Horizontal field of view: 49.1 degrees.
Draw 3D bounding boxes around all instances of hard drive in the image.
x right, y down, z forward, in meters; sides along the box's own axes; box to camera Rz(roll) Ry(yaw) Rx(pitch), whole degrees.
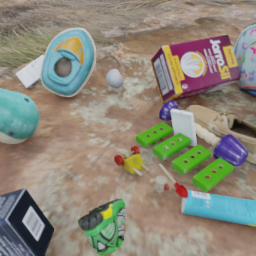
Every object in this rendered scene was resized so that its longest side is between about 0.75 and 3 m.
[{"bbox_3d":[1.551,0.000,7.837,0.674,1.022,0.136,16,42,42],"label":"hard drive"}]

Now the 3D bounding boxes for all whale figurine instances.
[{"bbox_3d":[-3.509,-0.638,7.639,1.235,2.381,1.894,-38,31,16],"label":"whale figurine"}]

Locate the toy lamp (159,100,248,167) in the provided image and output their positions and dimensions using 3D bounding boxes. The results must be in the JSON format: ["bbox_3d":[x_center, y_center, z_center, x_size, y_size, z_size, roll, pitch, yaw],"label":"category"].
[{"bbox_3d":[2.029,0.113,7.787,0.784,0.784,2.693,-30,49,-29],"label":"toy lamp"}]

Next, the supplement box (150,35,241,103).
[{"bbox_3d":[2.246,-1.972,9.470,2.485,1.282,1.627,-15,86,-16],"label":"supplement box"}]

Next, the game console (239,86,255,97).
[{"bbox_3d":[4.397,-0.214,7.329,2.705,1.605,2.331,1,68,-54],"label":"game console"}]

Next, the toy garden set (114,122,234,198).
[{"bbox_3d":[1.044,0.950,7.192,2.024,0.485,2.428,-26,45,-32],"label":"toy garden set"}]

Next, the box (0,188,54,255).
[{"bbox_3d":[-2.385,1.955,5.176,1.525,1.132,0.816,-19,25,14],"label":"box"}]

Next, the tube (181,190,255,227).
[{"bbox_3d":[2.273,1.819,6.314,2.064,0.520,0.799,8,39,6],"label":"tube"}]

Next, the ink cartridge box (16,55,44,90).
[{"bbox_3d":[-3.378,-2.045,10.259,1.229,0.309,0.670,-38,85,-7],"label":"ink cartridge box"}]

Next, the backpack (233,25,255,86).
[{"bbox_3d":[4.938,-2.263,9.440,2.114,2.493,2.809,-24,42,-31],"label":"backpack"}]

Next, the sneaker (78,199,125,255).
[{"bbox_3d":[-0.414,1.926,5.497,0.734,1.882,0.802,-24,83,9],"label":"sneaker"}]

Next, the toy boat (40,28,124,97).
[{"bbox_3d":[-1.473,-2.065,9.498,2.878,2.420,1.338,21,4,-2],"label":"toy boat"}]

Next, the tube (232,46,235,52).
[{"bbox_3d":[4.548,-3.064,11.822,0.889,0.579,2.296,23,51,35],"label":"tube"}]

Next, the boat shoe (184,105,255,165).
[{"bbox_3d":[2.894,-0.069,8.094,2.861,0.923,1.020,32,51,31],"label":"boat shoe"}]
